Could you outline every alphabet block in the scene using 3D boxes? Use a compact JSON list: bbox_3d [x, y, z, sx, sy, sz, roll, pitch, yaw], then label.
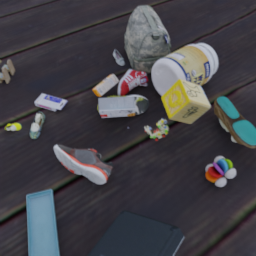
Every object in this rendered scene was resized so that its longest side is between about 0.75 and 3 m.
[{"bbox_3d":[1.830,-0.823,8.960,1.003,0.984,0.979,11,47,-34],"label":"alphabet block"}]

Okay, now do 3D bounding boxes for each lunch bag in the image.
[{"bbox_3d":[0.830,-3.779,11.943,1.703,2.050,2.445,-9,50,-7],"label":"lunch bag"}]

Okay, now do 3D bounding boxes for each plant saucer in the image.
[{"bbox_3d":[-2.324,2.713,7.606,0.752,0.204,2.152,-12,49,-10],"label":"plant saucer"}]

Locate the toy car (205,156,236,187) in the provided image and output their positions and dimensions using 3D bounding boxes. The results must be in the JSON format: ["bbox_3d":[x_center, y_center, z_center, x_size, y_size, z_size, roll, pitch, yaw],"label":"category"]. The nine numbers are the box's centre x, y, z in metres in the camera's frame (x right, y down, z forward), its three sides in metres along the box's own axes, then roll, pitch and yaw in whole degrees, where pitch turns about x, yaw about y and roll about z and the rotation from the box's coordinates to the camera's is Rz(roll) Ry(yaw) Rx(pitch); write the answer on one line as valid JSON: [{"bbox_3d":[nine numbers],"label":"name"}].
[{"bbox_3d":[2.698,1.272,8.388,0.870,0.652,0.761,-47,46,17],"label":"toy car"}]

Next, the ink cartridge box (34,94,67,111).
[{"bbox_3d":[-2.946,-0.952,10.748,1.165,0.216,0.552,15,50,16],"label":"ink cartridge box"}]

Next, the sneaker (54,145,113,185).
[{"bbox_3d":[-1.368,0.991,8.731,2.046,0.788,0.838,27,53,17],"label":"sneaker"}]

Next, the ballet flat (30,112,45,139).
[{"bbox_3d":[-3.253,-0.132,9.932,0.415,0.415,1.119,1,50,1],"label":"ballet flat"}]

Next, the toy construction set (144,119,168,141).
[{"bbox_3d":[0.961,0.074,9.364,0.934,0.612,0.430,-22,27,40],"label":"toy construction set"}]

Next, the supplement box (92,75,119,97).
[{"bbox_3d":[-0.877,-1.626,10.758,0.951,0.350,0.599,-41,18,-9],"label":"supplement box"}]

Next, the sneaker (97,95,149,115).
[{"bbox_3d":[-0.203,-0.944,10.380,1.956,0.728,0.828,-3,25,-15],"label":"sneaker"}]

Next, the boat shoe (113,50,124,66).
[{"bbox_3d":[-0.417,-3.128,12.504,0.298,0.259,0.808,-22,70,-18],"label":"boat shoe"}]

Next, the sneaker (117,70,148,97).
[{"bbox_3d":[0.220,-1.754,11.147,0.926,0.586,1.646,11,49,19],"label":"sneaker"}]

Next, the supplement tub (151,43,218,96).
[{"bbox_3d":[2.206,-2.212,10.790,2.286,1.651,1.651,-32,57,-28],"label":"supplement tub"}]

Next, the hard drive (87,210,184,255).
[{"bbox_3d":[-0.214,3.138,6.219,1.901,0.448,2.724,0,37,47],"label":"hard drive"}]

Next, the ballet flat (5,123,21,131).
[{"bbox_3d":[-4.016,-0.001,9.727,0.783,0.262,0.263,-1,26,38],"label":"ballet flat"}]

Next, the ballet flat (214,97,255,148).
[{"bbox_3d":[3.596,-0.051,9.522,0.785,0.837,2.315,-16,51,-14],"label":"ballet flat"}]

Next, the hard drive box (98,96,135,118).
[{"bbox_3d":[-0.360,-0.678,9.276,1.163,0.906,0.447,-3,78,1],"label":"hard drive box"}]

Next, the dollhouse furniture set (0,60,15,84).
[{"bbox_3d":[-5.757,-2.303,11.260,1.552,1.176,1.771,4,50,3],"label":"dollhouse furniture set"}]
